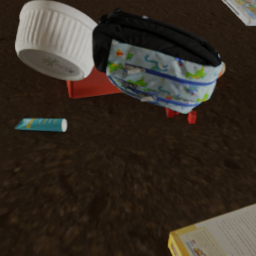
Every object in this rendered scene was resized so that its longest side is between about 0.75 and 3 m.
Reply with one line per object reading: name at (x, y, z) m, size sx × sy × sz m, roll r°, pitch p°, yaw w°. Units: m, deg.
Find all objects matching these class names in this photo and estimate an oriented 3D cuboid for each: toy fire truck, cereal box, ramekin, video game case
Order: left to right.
ramekin at (-1.953, -2.267, 7.818) m, size 2.355 × 2.355 × 1.236 m, roll 11°, pitch 77°, yaw 14°
toy fire truck at (1.895, -0.704, 10.340) m, size 1.017 × 0.351 × 1.442 m, roll 0°, pitch 36°, yaw -1°
video game case at (3.294, -3.327, 7.737) m, size 1.511 × 0.167 × 1.375 m, roll -15°, pitch 63°, yaw -36°
cereal box at (2.581, 2.696, 5.653) m, size 2.938 × 0.581 × 2.114 m, roll -11°, pitch 39°, yaw -15°

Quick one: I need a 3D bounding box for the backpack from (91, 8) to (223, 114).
backpack at (0.651, -1.338, 5.682) m, size 2.395 × 1.842 × 1.954 m, roll 7°, pitch 30°, yaw 9°

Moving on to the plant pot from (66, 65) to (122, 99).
plant pot at (-1.447, -2.927, 11.753) m, size 2.495 × 2.199 × 2.492 m, roll -10°, pitch 38°, yaw -12°

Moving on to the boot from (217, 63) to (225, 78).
boot at (2.817, -2.737, 12.566) m, size 2.673 × 1.003 × 1.433 m, roll 22°, pitch 48°, yaw 25°

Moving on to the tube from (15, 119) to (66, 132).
tube at (-2.959, -0.110, 9.580) m, size 1.651 × 0.416 × 0.639 m, roll 1°, pitch 27°, yaw 9°
